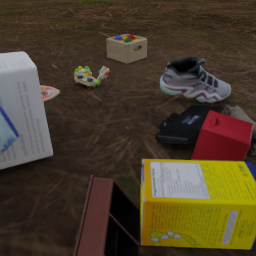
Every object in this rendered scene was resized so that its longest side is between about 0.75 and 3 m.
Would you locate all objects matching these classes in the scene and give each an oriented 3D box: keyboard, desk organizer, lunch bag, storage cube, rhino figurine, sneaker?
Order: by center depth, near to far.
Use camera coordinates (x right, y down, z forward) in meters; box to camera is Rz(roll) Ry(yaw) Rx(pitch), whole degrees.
[{"bbox_3d":[-0.278,1.874,4.305,0.937,0.873,2.433,3,32,1],"label":"desk organizer"},{"bbox_3d":[-2.893,-0.019,4.587,1.080,1.696,1.442,8,47,20],"label":"lunch bag"},{"bbox_3d":[2.177,0.371,6.534,1.047,1.165,0.996,19,35,17],"label":"storage cube"},{"bbox_3d":[2.988,-0.106,7.580,0.562,0.822,1.879,0,30,-3],"label":"rhino figurine"},{"bbox_3d":[1.658,-0.136,8.006,1.436,0.307,2.391,6,27,37],"label":"keyboard"},{"bbox_3d":[2.329,-1.639,8.974,2.426,1.697,0.943,5,63,-2],"label":"sneaker"}]

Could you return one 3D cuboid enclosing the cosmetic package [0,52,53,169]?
[{"bbox_3d":[-3.446,-0.391,6.582,2.671,2.202,2.204,-13,28,-21],"label":"cosmetic package"}]

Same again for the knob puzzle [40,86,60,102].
[{"bbox_3d":[-3.227,-1.289,10.108,1.601,0.222,1.601,0,31,0],"label":"knob puzzle"}]

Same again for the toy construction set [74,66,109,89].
[{"bbox_3d":[-1.469,-1.997,10.898,1.543,0.711,1.012,7,30,33],"label":"toy construction set"}]

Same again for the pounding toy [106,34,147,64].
[{"bbox_3d":[-0.155,-4.239,14.146,2.321,1.062,2.039,28,41,37],"label":"pounding toy"}]

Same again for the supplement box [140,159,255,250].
[{"bbox_3d":[1.238,1.321,4.957,2.025,1.109,1.102,2,30,2],"label":"supplement box"}]
